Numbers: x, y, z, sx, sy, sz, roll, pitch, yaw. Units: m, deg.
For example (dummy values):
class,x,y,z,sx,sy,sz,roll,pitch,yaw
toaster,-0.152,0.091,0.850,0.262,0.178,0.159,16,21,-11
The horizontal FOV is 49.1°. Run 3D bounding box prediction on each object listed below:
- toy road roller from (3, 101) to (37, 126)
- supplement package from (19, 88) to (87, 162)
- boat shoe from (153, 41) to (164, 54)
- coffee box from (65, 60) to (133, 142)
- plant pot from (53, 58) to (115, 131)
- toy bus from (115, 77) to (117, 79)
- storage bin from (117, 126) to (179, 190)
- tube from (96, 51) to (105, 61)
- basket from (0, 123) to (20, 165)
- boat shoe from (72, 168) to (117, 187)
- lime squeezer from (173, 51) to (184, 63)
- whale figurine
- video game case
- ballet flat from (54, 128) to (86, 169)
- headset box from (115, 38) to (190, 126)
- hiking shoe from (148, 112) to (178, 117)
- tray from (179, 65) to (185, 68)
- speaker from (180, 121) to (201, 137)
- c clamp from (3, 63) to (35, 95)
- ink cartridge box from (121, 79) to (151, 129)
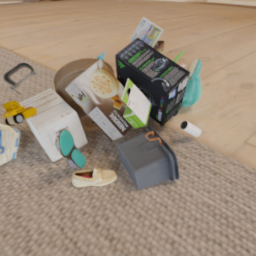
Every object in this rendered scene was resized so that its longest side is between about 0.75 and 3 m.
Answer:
class,x,y,z,sx,sy,sz,roll,pitch,yaw
toy road roller,-3.431,-0.539,8.739,0.604,0.717,0.982,-10,18,33
supplement package,-2.884,-0.192,10.586,1.485,1.480,2.531,-30,39,-19
boat shoe,0.935,-3.508,11.968,0.746,0.744,2.069,40,33,26
coffee box,-0.812,-0.946,10.158,1.462,2.556,1.019,-47,12,-31
plant pot,-1.634,-1.174,11.578,2.613,2.613,2.279,-9,64,-13
toy bus,-0.308,-1.780,13.381,2.651,1.370,2.502,11,33,19
storage bin,0.557,0.974,9.271,1.370,1.485,2.040,-22,37,-14
tube,-1.900,-2.289,12.655,0.712,2.825,1.094,22,51,-30
basket,-5.021,0.523,9.300,2.166,1.709,2.457,17,6,26
boat shoe,-1.087,1.556,9.041,1.455,0.503,0.536,-8,33,-12
lime squeezer,1.800,-2.236,12.248,0.832,2.356,0.444,8,19,-25
whale figurine,2.819,-1.916,12.605,1.313,2.530,2.012,26,62,3
video game case,0.709,-3.599,10.911,0.922,1.012,0.112,31,22,-4
ballet flat,-1.968,0.680,8.828,0.706,1.962,0.706,-8,52,10
headset box,0.781,-1.767,10.816,2.713,2.362,1.259,40,70,19
hiking shoe,1.087,-0.843,12.476,2.213,0.823,0.959,10,2,-9
tray,1.730,-2.098,13.013,0.249,2.249,1.207,45,26,8
speaker,2.420,0.043,10.817,0.912,0.370,0.370,24,15,-38
c clamp,-3.824,-1.801,10.000,1.084,0.172,1.269,29,60,12
ink cartridge box,0.134,-0.811,9.464,0.522,1.378,1.018,-16,43,37
